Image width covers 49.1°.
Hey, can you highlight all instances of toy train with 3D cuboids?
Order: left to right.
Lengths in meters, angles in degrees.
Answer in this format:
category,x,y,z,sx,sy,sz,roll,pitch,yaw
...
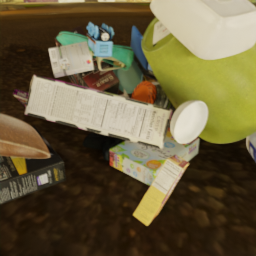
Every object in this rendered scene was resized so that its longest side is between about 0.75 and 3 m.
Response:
category,x,y,z,sx,sy,sz,roll,pitch,yaw
toy train,-0.699,-2.108,6.681,0.510,0.672,1.177,-2,27,-21

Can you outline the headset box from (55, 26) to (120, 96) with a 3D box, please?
category,x,y,z,sx,sy,sz,roll,pitch,yaw
headset box,-1.265,-1.695,9.333,0.968,1.918,2.580,-32,79,-14

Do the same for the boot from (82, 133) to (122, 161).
category,x,y,z,sx,sy,sz,roll,pitch,yaw
boot,-0.788,0.499,7.857,1.004,0.453,1.225,9,22,13

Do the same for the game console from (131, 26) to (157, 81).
category,x,y,z,sx,sy,sz,roll,pitch,yaw
game console,0.674,-2.457,9.394,1.344,0.932,1.575,16,35,-36

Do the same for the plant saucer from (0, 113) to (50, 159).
category,x,y,z,sx,sy,sz,roll,pitch,yaw
plant saucer,-2.876,0.063,5.038,2.975,0.544,2.975,6,-13,1

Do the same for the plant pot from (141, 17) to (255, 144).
category,x,y,z,sx,sy,sz,roll,pitch,yaw
plant pot,1.767,-1.477,6.703,2.917,2.730,2.730,34,10,-32

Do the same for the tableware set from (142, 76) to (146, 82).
category,x,y,z,sx,sy,sz,roll,pitch,yaw
tableware set,0.892,-1.892,10.878,2.250,1.516,0.345,39,12,36

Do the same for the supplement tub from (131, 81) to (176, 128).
category,x,y,z,sx,sy,sz,roll,pitch,yaw
supplement tub,1.047,-0.676,8.521,1.845,1.131,1.131,21,12,-38

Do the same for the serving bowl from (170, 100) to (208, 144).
category,x,y,z,sx,sy,sz,roll,pitch,yaw
serving bowl,1.137,-0.146,5.470,0.898,0.898,0.295,-18,35,-31

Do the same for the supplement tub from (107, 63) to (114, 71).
category,x,y,z,sx,sy,sz,roll,pitch,yaw
supplement tub,-0.791,-3.488,14.489,1.350,1.350,2.524,-3,28,-6

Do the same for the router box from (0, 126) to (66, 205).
category,x,y,z,sx,sy,sz,roll,pitch,yaw
router box,-2.843,0.833,7.057,1.775,0.590,2.258,-17,32,-29

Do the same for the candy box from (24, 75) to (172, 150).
category,x,y,z,sx,sy,sz,roll,pitch,yaw
candy box,-0.570,-0.385,6.465,2.883,0.879,1.966,15,5,0

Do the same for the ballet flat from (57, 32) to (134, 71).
category,x,y,z,sx,sy,sz,roll,pitch,yaw
ballet flat,-0.887,-2.061,7.916,2.266,0.797,0.763,7,-4,-23

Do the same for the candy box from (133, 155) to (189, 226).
category,x,y,z,sx,sy,sz,roll,pitch,yaw
candy box,0.638,1.141,5.286,0.358,1.267,0.739,34,12,17

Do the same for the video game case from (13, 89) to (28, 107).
category,x,y,z,sx,sy,sz,roll,pitch,yaw
video game case,-2.614,-0.698,8.055,1.033,0.204,1.140,17,-13,0

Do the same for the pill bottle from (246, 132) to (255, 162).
category,x,y,z,sx,sy,sz,roll,pitch,yaw
pill bottle,3.792,0.806,6.073,1.570,1.570,2.622,0,29,1

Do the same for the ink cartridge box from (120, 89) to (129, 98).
category,x,y,z,sx,sy,sz,roll,pitch,yaw
ink cartridge box,-0.180,-0.378,8.191,0.482,1.432,0.839,-20,61,-12

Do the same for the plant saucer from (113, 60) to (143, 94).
category,x,y,z,sx,sy,sz,roll,pitch,yaw
plant saucer,0.016,-2.110,10.784,1.557,1.557,0.213,24,27,38

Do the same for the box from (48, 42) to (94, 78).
category,x,y,z,sx,sy,sz,roll,pitch,yaw
box,-1.453,-1.747,7.132,1.000,0.206,0.780,-15,70,-6

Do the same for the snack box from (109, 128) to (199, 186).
category,x,y,z,sx,sy,sz,roll,pitch,yaw
snack box,0.743,0.631,7.461,1.481,0.552,2.083,20,33,37

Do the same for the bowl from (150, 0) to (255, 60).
category,x,y,z,sx,sy,sz,roll,pitch,yaw
bowl,1.629,-2.293,5.503,1.886,0.704,1.883,-22,65,-32
